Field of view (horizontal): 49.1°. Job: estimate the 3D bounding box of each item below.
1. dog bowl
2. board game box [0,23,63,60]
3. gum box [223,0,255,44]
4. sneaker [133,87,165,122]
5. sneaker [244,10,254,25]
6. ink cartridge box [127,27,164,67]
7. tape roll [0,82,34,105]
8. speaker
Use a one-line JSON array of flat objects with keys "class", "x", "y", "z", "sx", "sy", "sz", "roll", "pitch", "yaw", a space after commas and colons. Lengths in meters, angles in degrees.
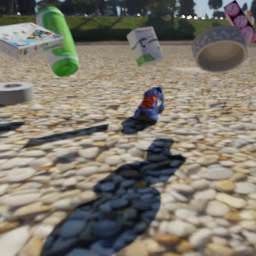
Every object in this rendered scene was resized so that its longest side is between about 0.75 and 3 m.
[{"class": "dog bowl", "x": 2.538, "y": -2.092, "z": 7.733, "sx": 1.565, "sy": 1.565, "sz": 0.459, "roll": 2, "pitch": 65, "yaw": 5}, {"class": "board game box", "x": -3.344, "y": -2.873, "z": 9.074, "sx": 1.426, "sy": 0.391, "sz": 2.259, "roll": 27, "pitch": 32, "yaw": 11}, {"class": "gum box", "x": 4.012, "y": -3.687, "z": 9.997, "sx": 0.495, "sy": 1.497, "sz": 0.850, "roll": -30, "pitch": -14, "yaw": 22}, {"class": "sneaker", "x": 0.829, "y": -0.980, "z": 11.029, "sx": 1.012, "sy": 1.054, "sz": 2.687, "roll": 4, "pitch": 21, "yaw": 14}, {"class": "sneaker", "x": 4.348, "y": -4.008, "z": 11.001, "sx": 0.718, "sy": 0.591, "sz": 1.560, "roll": -29, "pitch": -6, "yaw": -2}, {"class": "ink cartridge box", "x": 0.711, "y": -3.337, "z": 11.532, "sx": 1.045, "sy": 1.430, "sz": 0.603, "roll": -20, "pitch": -1, "yaw": -30}, {"class": "tape roll", "x": -5.610, "y": -1.714, "z": 13.553, "sx": 2.009, "sy": 0.664, "sz": 2.009, "roll": 0, "pitch": 20, "yaw": 0}, {"class": "speaker", "x": -2.945, "y": -3.568, "z": 11.643, "sx": 1.236, "sy": 2.796, "sz": 1.236, "roll": -19, "pitch": -15, "yaw": -5}]
